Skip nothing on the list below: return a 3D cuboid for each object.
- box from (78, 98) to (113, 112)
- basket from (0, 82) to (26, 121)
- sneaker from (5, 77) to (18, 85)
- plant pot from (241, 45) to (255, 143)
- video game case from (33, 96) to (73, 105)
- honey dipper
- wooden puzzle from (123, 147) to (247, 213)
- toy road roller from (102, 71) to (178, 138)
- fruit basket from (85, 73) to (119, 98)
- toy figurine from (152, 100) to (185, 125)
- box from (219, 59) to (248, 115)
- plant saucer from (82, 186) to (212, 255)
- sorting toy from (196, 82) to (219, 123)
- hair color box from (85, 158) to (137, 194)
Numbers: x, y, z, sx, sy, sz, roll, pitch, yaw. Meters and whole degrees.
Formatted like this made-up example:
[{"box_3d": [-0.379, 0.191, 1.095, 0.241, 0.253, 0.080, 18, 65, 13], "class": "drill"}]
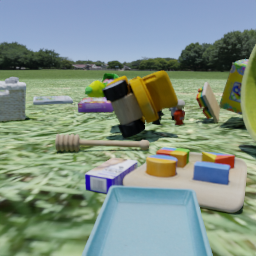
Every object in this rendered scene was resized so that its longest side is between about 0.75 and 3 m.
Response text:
[{"box_3d": [-1.265, -0.961, 11.469, 1.323, 0.378, 1.933, 0, 12, -2], "class": "box"}, {"box_3d": [-4.172, -0.893, 9.181, 1.484, 1.204, 1.497, -6, 13, -28], "class": "basket"}, {"box_3d": [-3.846, -1.424, 9.186, 0.312, 0.342, 0.834, 5, -9, -34], "class": "sneaker"}, {"box_3d": [3.939, -0.646, 4.803, 2.565, 2.790, 2.790, 10, 9, -17], "class": "plant pot"}, {"box_3d": [-3.756, -1.382, 13.910, 1.770, 0.214, 1.942, -4, 13, -17], "class": "video game case"}, {"box_3d": [-0.497, 0.315, 5.675, 1.868, 0.355, 0.355, 2, 12, -5], "class": "honey dipper"}, {"box_3d": [0.926, 0.590, 4.155, 1.533, 0.383, 1.655, 6, 13, 24], "class": "wooden puzzle"}, {"box_3d": [0.346, -0.749, 7.129, 1.558, 1.312, 2.135, -23, 13, 5], "class": "toy road roller"}, {"box_3d": [-1.351, -2.332, 15.761, 2.197, 1.585, 2.197, 16, 5, -1], "class": "fruit basket"}, {"box_3d": [1.192, -0.551, 8.648, 1.090, 0.758, 1.073, 0, 12, 3], "class": "toy figurine"}, {"box_3d": [4.013, -1.060, 8.031, 2.055, 1.302, 2.134, 22, 24, 25], "class": "box"}, {"box_3d": [0.124, 1.120, 1.979, 1.013, 0.275, 2.898, 1, 11, 6], "class": "plant saucer"}, {"box_3d": [2.516, -0.784, 8.860, 0.354, 1.010, 1.017, -20, 22, 30], "class": "sorting toy"}, {"box_3d": [-0.220, 0.676, 4.072, 0.437, 0.259, 0.800, 5, 11, 25], "class": "hair color box"}]
